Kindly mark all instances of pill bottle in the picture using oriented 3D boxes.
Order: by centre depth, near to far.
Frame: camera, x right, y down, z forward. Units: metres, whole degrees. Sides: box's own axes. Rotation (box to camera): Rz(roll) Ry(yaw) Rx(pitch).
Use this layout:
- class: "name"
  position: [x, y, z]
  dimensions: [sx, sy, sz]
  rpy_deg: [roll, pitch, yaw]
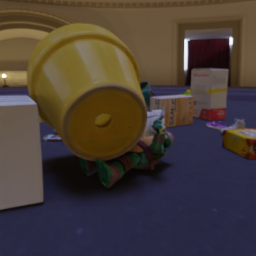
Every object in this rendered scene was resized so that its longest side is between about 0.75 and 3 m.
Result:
- class: "pill bottle"
  position: [-0.145, -0.043, 8.415]
  dimensions: [2.445, 1.354, 1.354]
  rpy_deg: [1, 11, 8]

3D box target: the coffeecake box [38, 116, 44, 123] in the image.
- class: "coffeecake box"
  position: [-4.380, -0.519, 13.227]
  dimensions: [1.157, 0.423, 0.888]
  rpy_deg: [10, 15, 40]

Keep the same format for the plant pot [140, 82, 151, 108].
- class: "plant pot"
  position: [0.629, -1.742, 16.329]
  dimensions: [1.791, 1.200, 1.791]
  rpy_deg: [-24, 21, 10]

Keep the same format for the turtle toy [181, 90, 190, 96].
- class: "turtle toy"
  position: [3.493, -1.576, 17.009]
  dimensions: [1.450, 1.005, 1.989]
  rpy_deg: [-32, 22, -23]

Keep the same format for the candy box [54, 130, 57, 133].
- class: "candy box"
  position: [-2.317, 0.029, 10.468]
  dimensions: [0.747, 0.334, 1.096]
  rpy_deg: [-4, 6, -23]

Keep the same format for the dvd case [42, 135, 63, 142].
- class: "dvd case"
  position: [-2.445, 0.353, 9.670]
  dimensions: [0.888, 0.098, 0.649]
  rpy_deg: [-1, 11, 0]

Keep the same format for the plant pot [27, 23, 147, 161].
- class: "plant pot"
  position: [-0.794, -0.690, 6.153]
  dimensions: [2.631, 2.631, 2.475]
  rpy_deg: [-4, 32, -20]

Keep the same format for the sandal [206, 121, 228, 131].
- class: "sandal"
  position: [3.700, -0.126, 11.500]
  dimensions: [0.535, 0.323, 1.315]
  rpy_deg: [-3, 12, -16]

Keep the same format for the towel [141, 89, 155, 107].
- class: "towel"
  position: [-0.125, -1.066, 12.965]
  dimensions: [2.926, 0.317, 2.146]
  rpy_deg: [-15, -9, 15]

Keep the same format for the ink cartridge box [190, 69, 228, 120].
- class: "ink cartridge box"
  position: [4.004, -1.716, 14.041]
  dimensions: [1.020, 2.446, 1.775]
  rpy_deg: [-4, 12, -20]

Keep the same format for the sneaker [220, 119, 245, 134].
- class: "sneaker"
  position: [3.923, -0.041, 10.453]
  dimensions: [0.978, 0.562, 0.367]
  rpy_deg: [-2, 11, -9]

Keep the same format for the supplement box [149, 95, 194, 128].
- class: "supplement box"
  position: [1.905, -0.740, 12.174]
  dimensions: [2.020, 1.273, 0.743]
  rpy_deg: [-8, 16, -34]

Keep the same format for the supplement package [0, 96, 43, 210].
- class: "supplement package"
  position: [-2.454, 0.344, 5.291]
  dimensions: [1.379, 1.792, 1.874]
  rpy_deg: [-5, 12, -23]

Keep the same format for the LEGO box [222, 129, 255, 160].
- class: "LEGO box"
  position: [3.556, 0.427, 8.112]
  dimensions: [1.052, 0.545, 1.413]
  rpy_deg: [-2, 11, -10]

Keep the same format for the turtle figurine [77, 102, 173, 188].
- class: "turtle figurine"
  position: [0.254, 0.379, 6.465]
  dimensions: [2.601, 1.310, 1.947]
  rpy_deg: [-27, 7, -31]
